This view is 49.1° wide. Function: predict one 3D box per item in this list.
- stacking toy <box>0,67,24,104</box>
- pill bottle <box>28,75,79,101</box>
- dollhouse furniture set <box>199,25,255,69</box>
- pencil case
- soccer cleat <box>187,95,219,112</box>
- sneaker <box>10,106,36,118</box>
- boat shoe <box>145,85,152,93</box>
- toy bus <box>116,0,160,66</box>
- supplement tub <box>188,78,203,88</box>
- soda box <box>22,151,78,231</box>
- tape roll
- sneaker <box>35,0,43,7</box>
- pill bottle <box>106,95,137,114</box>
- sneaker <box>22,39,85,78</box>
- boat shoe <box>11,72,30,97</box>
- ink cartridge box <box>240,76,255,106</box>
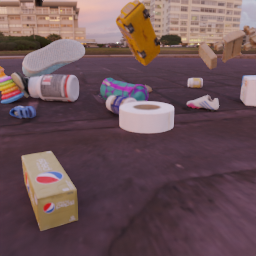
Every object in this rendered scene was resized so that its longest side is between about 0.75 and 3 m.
[{"bbox_3d":[-5.278,-1.911,12.124,0.903,1.556,0.854,-19,18,5],"label":"stacking toy"},{"bbox_3d":[-3.311,-1.795,12.501,2.005,1.162,1.162,4,18,11],"label":"pill bottle"},{"bbox_3d":[3.296,-2.817,9.078,1.801,0.934,0.797,-25,58,-1],"label":"dollhouse furniture set"},{"bbox_3d":[-0.225,-1.425,11.429,1.091,1.004,2.360,42,-13,-37],"label":"pencil case"},{"bbox_3d":[2.953,-1.030,11.054,1.326,0.573,0.463,14,22,39],"label":"soccer cleat"},{"bbox_3d":[-3.653,-0.528,9.754,1.141,0.422,0.469,3,17,35],"label":"sneaker"},{"bbox_3d":[1.061,-2.048,14.833,0.309,0.326,0.861,1,26,-7],"label":"boat shoe"},{"bbox_3d":[0.388,-3.470,10.349,1.081,0.898,2.761,46,-1,30],"label":"toy bus"},{"bbox_3d":[3.869,-2.604,16.145,0.765,0.556,0.556,1,17,3],"label":"supplement tub"},{"bbox_3d":[-1.368,0.951,4.716,0.577,0.545,1.703,-9,20,-25],"label":"soda box"},{"bbox_3d":[0.593,-0.377,8.883,1.754,0.613,1.754,0,17,0],"label":"tape roll"},{"bbox_3d":[-3.409,-4.931,10.674,0.377,0.536,1.009,9,16,-9],"label":"sneaker"},{"bbox_3d":[-0.245,-0.816,10.177,0.693,0.693,1.198,-13,20,-35],"label":"pill bottle"},{"bbox_3d":[-2.304,-2.108,8.567,2.034,0.752,0.834,-26,1,-31],"label":"sneaker"},{"bbox_3d":[-4.670,-2.046,12.537,0.685,0.727,2.025,-46,-4,-15],"label":"boat shoe"},{"bbox_3d":[5.541,-1.612,12.027,1.082,1.101,1.496,4,18,12],"label":"ink cartridge box"}]
